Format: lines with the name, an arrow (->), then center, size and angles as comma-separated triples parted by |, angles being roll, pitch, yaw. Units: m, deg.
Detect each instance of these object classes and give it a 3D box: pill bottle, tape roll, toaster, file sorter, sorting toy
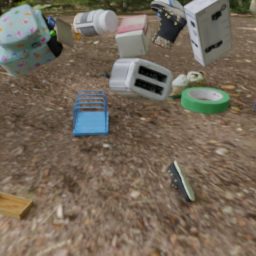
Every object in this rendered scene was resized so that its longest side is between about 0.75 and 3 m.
pill bottle -> -1.464, -4.707, 12.671 | 1.900, 1.106, 1.106 | 9, 27, 36
tape roll -> 3.331, -1.224, 12.178 | 1.997, 0.480, 1.997 | 0, 27, 0
toaster -> 0.292, -1.159, 6.808 | 1.650, 0.937, 1.066 | 16, 1, -28
file sorter -> -1.366, -0.595, 10.332 | 1.205, 1.066, 1.737 | -2, 28, -2
sorting toy -> -1.987, -2.909, 8.645 | 0.183, 0.755, 1.342 | -13, -11, 31

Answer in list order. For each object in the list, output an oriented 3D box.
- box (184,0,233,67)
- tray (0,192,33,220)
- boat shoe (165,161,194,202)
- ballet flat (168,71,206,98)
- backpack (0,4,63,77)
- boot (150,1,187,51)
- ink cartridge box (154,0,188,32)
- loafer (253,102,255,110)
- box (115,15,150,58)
box -> 2.645, -3.184, 9.088 | 1.218, 2.087, 0.628 | -32, 47, -1
tray -> -2.823, 1.829, 6.612 | 1.015, 0.188, 0.501 | 9, 28, 16
boat shoe -> 1.328, 1.418, 7.204 | 0.402, 0.469, 1.283 | -35, 38, 11
ballet flat -> 2.787, -2.215, 13.603 | 2.801, 0.914, 0.988 | -24, 37, -37
backpack -> -3.684, -2.951, 9.707 | 2.214, 1.697, 1.946 | -32, 63, 7
boot -> 1.237, -3.661, 10.017 | 1.809, 1.362, 0.662 | 39, 19, 33
ink cartridge box -> 1.736, -4.576, 11.152 | 0.614, 1.064, 1.457 | -21, -21, 32
loafer -> 5.938, -0.790, 11.310 | 1.930, 0.694, 0.608 | 5, 8, -2
box -> 0.248, -3.925, 11.983 | 1.151, 0.981, 1.801 | -3, 44, 15
